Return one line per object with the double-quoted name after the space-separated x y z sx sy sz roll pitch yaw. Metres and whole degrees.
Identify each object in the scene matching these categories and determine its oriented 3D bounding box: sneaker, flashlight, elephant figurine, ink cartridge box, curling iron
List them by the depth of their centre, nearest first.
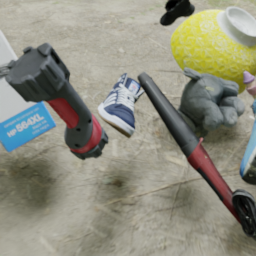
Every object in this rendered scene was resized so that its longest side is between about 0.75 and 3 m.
0.900 0.247 3.410 0.316 0.613 2.471 -23 69 -36 "curling iron"
-1.012 -0.225 4.402 0.774 2.277 0.771 -7 61 15 "flashlight"
2.864 -0.089 5.363 1.015 2.589 1.164 28 0 -13 "sneaker"
1.507 -0.362 6.414 1.368 1.934 1.501 -9 82 -25 "elephant figurine"
-0.064 -0.585 6.467 1.211 0.783 2.233 -51 19 2 "sneaker"
-3.060 -1.152 6.634 1.248 2.960 2.161 -30 19 -12 "ink cartridge box"
1.109 -2.946 6.966 0.700 0.403 1.342 7 -5 -39 "sneaker"

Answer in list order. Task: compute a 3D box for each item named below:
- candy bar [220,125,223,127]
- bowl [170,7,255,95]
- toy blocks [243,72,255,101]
2.596 -0.150 7.817 0.230 0.102 0.923 45 32 20 "candy bar"
2.918 -2.584 8.377 2.955 1.590 2.955 12 56 -18 "bowl"
3.892 -1.483 6.848 1.749 1.473 1.635 -33 10 -4 "toy blocks"
